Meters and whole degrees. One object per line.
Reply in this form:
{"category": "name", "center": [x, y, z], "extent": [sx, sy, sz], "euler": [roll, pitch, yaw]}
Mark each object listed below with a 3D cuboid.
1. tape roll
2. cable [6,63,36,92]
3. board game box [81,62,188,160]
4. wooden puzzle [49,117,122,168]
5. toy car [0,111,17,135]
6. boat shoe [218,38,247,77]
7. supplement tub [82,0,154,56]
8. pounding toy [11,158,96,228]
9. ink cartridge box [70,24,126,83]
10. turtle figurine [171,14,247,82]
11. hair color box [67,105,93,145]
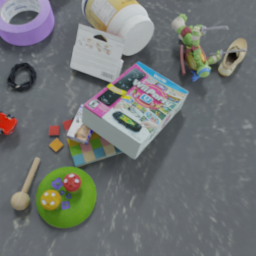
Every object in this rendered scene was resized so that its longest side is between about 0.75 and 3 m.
{"category": "tape roll", "center": [-4.292, -4.540, 11.494], "extent": [2.353, 0.772, 2.353], "euler": [0, 65, 1]}
{"category": "cable", "center": [-3.977, -1.969, 10.577], "extent": [0.989, 0.308, 1.212], "euler": [16, 66, 7]}
{"category": "board game box", "center": [0.270, -0.700, 9.228], "extent": [2.187, 0.953, 2.965], "euler": [34, 52, 14]}
{"category": "wooden puzzle", "center": [-1.217, 0.279, 9.599], "extent": [2.976, 0.209, 1.765], "euler": [-18, 67, -8]}
{"category": "toy car", "center": [-5.218, -0.767, 9.864], "extent": [2.786, 0.621, 2.622], "euler": [-6, 65, -4]}
{"category": "boat shoe", "center": [4.112, -2.841, 10.796], "extent": [0.691, 0.622, 1.916], "euler": [32, 69, 14]}
{"category": "supplement tub", "center": [-0.391, -4.202, 10.734], "extent": [1.843, 1.843, 2.553], "euler": [-34, 70, -14]}
{"category": "pounding toy", "center": [-2.195, 1.867, 8.371], "extent": [2.434, 1.130, 1.879], "euler": [17, 66, 7]}
{"category": "ink cartridge box", "center": [-1.091, -2.717, 10.294], "extent": [1.887, 1.638, 0.411], "euler": [21, 23, 9]}
{"category": "turtle figurine", "center": [2.821, -3.209, 10.294], "extent": [1.816, 2.524, 2.447], "euler": [-6, 56, -32]}
{"category": "hair color box", "center": [-1.489, -0.112, 9.434], "extent": [0.674, 0.400, 1.233], "euler": [18, 68, 5]}
